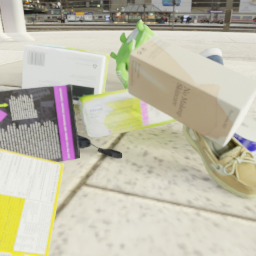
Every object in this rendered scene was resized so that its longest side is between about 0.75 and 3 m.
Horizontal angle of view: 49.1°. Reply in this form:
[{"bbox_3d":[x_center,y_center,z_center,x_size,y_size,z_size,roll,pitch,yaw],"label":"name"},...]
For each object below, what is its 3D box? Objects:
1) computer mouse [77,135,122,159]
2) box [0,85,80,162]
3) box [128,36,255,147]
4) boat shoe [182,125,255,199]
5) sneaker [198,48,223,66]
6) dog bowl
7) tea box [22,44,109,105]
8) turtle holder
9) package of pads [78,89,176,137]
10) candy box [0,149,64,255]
[{"bbox_3d":[-0.966,0.520,7.247,1.798,0.306,0.527,18,10,26],"label":"computer mouse"},{"bbox_3d":[-2.467,0.009,6.405,2.511,1.795,0.453,-8,12,-19],"label":"box"},{"bbox_3d":[1.236,-0.814,5.798,2.440,1.159,0.949,31,56,23],"label":"box"},{"bbox_3d":[1.980,0.429,5.954,0.855,0.737,2.344,-21,51,-12],"label":"boat shoe"},{"bbox_3d":[2.333,-1.224,9.985,1.065,2.024,2.801,6,-26,-29],"label":"sneaker"},{"bbox_3d":[2.802,0.098,7.130,1.261,0.497,1.261,15,36,-11],"label":"dog bowl"},{"bbox_3d":[-2.163,-2.031,10.353,2.624,1.753,2.582,8,17,-3],"label":"tea box"},{"bbox_3d":[0.510,-3.166,12.440,2.046,1.912,2.693,-32,36,38],"label":"turtle holder"},{"bbox_3d":[0.042,-0.581,8.159,2.823,0.963,2.181,-12,14,-10],"label":"package of pads"},{"bbox_3d":[-1.529,1.300,3.549,1.093,0.282,2.139,19,49,-22],"label":"candy box"}]
